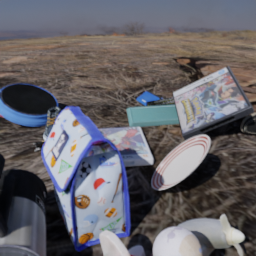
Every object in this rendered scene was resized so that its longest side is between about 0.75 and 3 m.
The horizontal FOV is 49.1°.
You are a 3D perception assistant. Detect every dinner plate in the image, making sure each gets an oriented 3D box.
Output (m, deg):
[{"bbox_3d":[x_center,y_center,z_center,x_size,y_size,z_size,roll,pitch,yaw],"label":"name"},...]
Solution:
[{"bbox_3d":[1.497,1.004,7.875,2.113,0.256,2.113,-43,8,7],"label":"dinner plate"}]

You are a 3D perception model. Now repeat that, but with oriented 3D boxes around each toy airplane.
[{"bbox_3d":[0.535,2.251,4.139,2.885,2.045,2.898,1,22,0],"label":"toy airplane"}]

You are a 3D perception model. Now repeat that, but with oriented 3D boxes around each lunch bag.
[{"bbox_3d":[-1.011,0.989,6.384,1.595,2.575,2.189,-10,26,-24],"label":"lunch bag"}]

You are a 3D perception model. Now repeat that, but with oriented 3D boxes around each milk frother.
[{"bbox_3d":[-2.911,1.963,5.261,2.467,2.227,2.321,-31,27,-3],"label":"milk frother"}]

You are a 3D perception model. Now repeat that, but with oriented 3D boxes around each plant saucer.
[{"bbox_3d":[1.417,-0.582,12.325,2.875,0.273,1.005,-4,57,-11],"label":"plant saucer"}]

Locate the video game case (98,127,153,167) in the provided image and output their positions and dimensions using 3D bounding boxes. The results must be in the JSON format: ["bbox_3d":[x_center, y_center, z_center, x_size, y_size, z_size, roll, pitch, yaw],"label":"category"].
[{"bbox_3d":[-0.519,0.631,10.068,2.385,0.301,2.617,-3,24,-7],"label":"video game case"}]

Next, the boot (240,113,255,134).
[{"bbox_3d":[5.771,0.097,10.644,2.416,0.884,1.819,0,22,-15],"label":"boot"}]

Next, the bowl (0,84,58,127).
[{"bbox_3d":[-4.427,-1.094,12.481,2.686,0.527,2.686,17,33,-12],"label":"bowl"}]

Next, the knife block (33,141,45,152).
[{"bbox_3d":[-2.670,0.586,9.661,1.059,0.339,0.930,-8,1,-7],"label":"knife block"}]

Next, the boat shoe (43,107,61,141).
[{"bbox_3d":[-3.009,-0.164,11.166,0.684,0.878,1.934,-3,24,-7],"label":"boat shoe"}]

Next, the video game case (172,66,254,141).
[{"bbox_3d":[3.235,-1.072,11.330,2.672,0.377,2.956,-24,36,19],"label":"video game case"}]

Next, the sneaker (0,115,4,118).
[{"bbox_3d":[-5.132,-0.837,12.822,2.417,0.974,0.902,21,15,26],"label":"sneaker"}]

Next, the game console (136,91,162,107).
[{"bbox_3d":[1.361,-1.391,14.934,1.225,0.849,1.436,-39,33,-7],"label":"game console"}]

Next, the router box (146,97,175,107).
[{"bbox_3d":[2.076,-0.988,13.523,1.986,0.507,1.482,-12,26,-26],"label":"router box"}]
